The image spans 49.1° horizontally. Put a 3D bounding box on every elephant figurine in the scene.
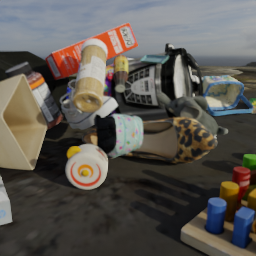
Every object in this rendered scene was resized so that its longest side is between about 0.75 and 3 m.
[{"bbox_3d":[1.499,-0.362,6.788,1.104,1.423,1.007,-25,14,-6],"label":"elephant figurine"}]

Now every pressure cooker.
[{"bbox_3d":[0.992,-1.173,8.454,2.495,2.194,2.228,-3,48,28],"label":"pressure cooker"}]

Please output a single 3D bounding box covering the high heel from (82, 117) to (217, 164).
[{"bbox_3d":[0.290,0.298,5.855,1.996,1.000,2.801,-3,2,-25],"label":"high heel"}]

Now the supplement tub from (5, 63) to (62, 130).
[{"bbox_3d":[-2.410,-0.773,7.093,0.888,1.660,0.888,-19,24,9],"label":"supplement tub"}]

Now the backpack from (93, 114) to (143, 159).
[{"bbox_3d":[-0.214,0.118,5.378,0.728,0.960,1.150,-7,-6,-23],"label":"backpack"}]

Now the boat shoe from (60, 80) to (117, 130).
[{"bbox_3d":[-1.247,-0.697,7.428,1.014,1.171,2.746,-40,15,-19],"label":"boat shoe"}]

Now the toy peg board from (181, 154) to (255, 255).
[{"bbox_3d":[1.885,1.038,3.565,1.755,0.858,1.748,13,19,41],"label":"toy peg board"}]

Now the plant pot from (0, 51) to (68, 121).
[{"bbox_3d":[-3.283,-1.109,9.092,2.061,2.323,2.318,18,20,16],"label":"plant pot"}]

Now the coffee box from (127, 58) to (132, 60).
[{"bbox_3d":[0.769,-2.109,12.697,1.786,1.806,1.803,19,20,29],"label":"coffee box"}]

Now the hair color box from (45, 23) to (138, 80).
[{"bbox_3d":[-1.079,-2.197,8.161,2.387,0.763,1.324,-29,17,-18],"label":"hair color box"}]

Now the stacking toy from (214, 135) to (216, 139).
[{"bbox_3d":[2.066,0.173,8.010,0.572,0.178,0.759,-7,16,-23],"label":"stacking toy"}]

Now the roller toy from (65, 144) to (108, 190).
[{"bbox_3d":[-0.735,0.698,5.038,0.720,0.789,0.551,5,18,-1],"label":"roller toy"}]

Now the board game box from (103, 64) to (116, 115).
[{"bbox_3d":[-0.351,-1.694,10.725,2.030,0.500,2.569,-37,61,-14],"label":"board game box"}]

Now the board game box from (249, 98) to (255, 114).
[{"bbox_3d":[5.769,-0.899,11.712,1.277,0.286,2.438,4,16,20],"label":"board game box"}]

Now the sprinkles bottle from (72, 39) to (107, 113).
[{"bbox_3d":[-0.813,-1.198,6.205,0.632,0.632,1.853,0,50,-1],"label":"sprinkles bottle"}]

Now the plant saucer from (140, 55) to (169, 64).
[{"bbox_3d":[0.697,-1.840,7.521,0.305,0.083,0.874,-44,37,-20],"label":"plant saucer"}]

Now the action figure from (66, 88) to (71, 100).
[{"bbox_3d":[-2.193,-1.280,10.535,2.713,0.885,1.343,20,-15,-5],"label":"action figure"}]

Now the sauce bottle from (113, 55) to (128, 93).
[{"bbox_3d":[-0.198,-1.464,7.539,0.417,0.417,1.264,-1,47,-2],"label":"sauce bottle"}]

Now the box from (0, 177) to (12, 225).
[{"bbox_3d":[-2.806,1.054,4.407,1.533,0.405,1.966,-9,19,-30],"label":"box"}]

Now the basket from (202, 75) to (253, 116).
[{"bbox_3d":[3.693,-1.210,10.999,1.729,1.364,1.961,-5,47,-12],"label":"basket"}]

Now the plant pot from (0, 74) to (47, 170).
[{"bbox_3d":[-2.722,-0.044,5.906,1.315,1.486,1.484,-8,40,6],"label":"plant pot"}]

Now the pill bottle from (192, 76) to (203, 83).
[{"bbox_3d":[3.757,-2.729,17.064,1.533,0.917,0.917,-2,16,-11],"label":"pill bottle"}]
